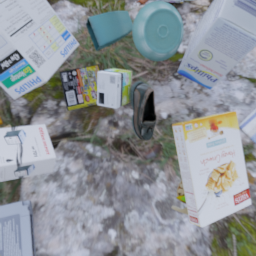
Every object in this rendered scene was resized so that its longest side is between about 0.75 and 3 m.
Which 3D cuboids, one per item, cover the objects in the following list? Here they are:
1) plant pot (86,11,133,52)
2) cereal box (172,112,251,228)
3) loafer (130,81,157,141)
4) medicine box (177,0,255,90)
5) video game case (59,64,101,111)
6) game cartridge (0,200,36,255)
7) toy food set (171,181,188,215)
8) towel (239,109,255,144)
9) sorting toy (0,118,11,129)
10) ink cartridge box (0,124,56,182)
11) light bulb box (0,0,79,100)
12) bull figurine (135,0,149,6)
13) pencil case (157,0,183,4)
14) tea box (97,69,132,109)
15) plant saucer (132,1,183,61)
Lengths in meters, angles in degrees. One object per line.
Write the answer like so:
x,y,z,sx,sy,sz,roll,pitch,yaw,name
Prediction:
-0.577,-3.337,9.411,1.364,0.964,0.964,-23,100,-9,plant pot
1.743,0.782,5.709,1.467,0.403,2.039,-13,93,-27,cereal box
0.480,-0.333,7.593,0.677,1.884,0.593,-37,44,-29,loafer
2.835,-2.852,8.457,1.290,2.506,2.282,27,62,-4,medicine box
-1.659,-1.550,10.511,1.560,0.220,1.726,-14,62,-7,video game case
-3.409,3.298,7.874,1.495,0.454,2.242,-10,63,-9,game cartridge
1.445,1.355,6.369,0.839,0.244,1.215,1,53,51,toy food set
4.902,0.094,9.121,1.567,0.254,2.134,-47,61,13,towel
-4.517,0.387,9.482,1.298,0.233,1.742,-28,66,-14,sorting toy
-2.632,0.576,6.641,1.539,0.661,1.127,-9,52,-29,ink cartridge box
-2.913,-2.439,7.589,1.431,2.293,2.273,-19,32,33,light bulb box
0.696,-4.960,10.649,0.929,0.564,0.303,-43,113,-17,bull figurine
1.902,-5.910,12.625,1.244,0.517,0.564,5,64,3,pencil case
-0.338,-1.031,7.198,0.577,0.863,0.849,12,23,24,tea box
0.925,-2.709,7.888,1.638,1.638,0.294,-26,23,-13,plant saucer
